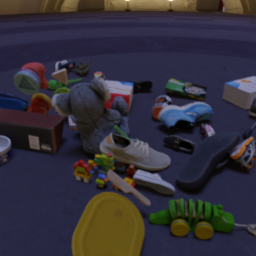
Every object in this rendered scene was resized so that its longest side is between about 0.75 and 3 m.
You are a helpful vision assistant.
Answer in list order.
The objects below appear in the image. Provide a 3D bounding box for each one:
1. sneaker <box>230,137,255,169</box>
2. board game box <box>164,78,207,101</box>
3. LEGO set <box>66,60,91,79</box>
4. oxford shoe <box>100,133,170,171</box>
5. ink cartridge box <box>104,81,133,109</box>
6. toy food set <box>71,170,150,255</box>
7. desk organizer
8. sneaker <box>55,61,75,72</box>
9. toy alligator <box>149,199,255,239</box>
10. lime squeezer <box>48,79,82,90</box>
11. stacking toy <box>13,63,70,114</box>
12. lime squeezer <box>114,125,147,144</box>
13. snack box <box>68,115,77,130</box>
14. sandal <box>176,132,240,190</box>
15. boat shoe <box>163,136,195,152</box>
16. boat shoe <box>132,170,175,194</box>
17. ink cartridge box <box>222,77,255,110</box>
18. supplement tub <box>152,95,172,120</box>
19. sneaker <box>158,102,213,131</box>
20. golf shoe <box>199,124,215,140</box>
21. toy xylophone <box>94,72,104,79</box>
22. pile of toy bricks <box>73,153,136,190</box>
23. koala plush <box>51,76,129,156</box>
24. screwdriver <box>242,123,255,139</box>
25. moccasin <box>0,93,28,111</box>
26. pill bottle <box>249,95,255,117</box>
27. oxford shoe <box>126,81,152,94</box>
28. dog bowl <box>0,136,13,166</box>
[{"bbox_3d":[3.912,0.840,9.279,0.681,0.690,1.764,50,38,13],"label":"sneaker"},{"bbox_3d":[2.932,-1.967,14.190,1.977,0.232,1.036,17,46,12],"label":"board game box"},{"bbox_3d":[-3.084,-3.420,17.119,2.252,0.638,1.462,-27,35,-18],"label":"LEGO set"},{"bbox_3d":[0.311,0.737,8.755,2.381,0.687,0.895,17,29,-16],"label":"oxford shoe"},{"bbox_3d":[-0.591,-1.370,12.806,1.445,0.836,2.487,6,26,4],"label":"ink cartridge box"},{"bbox_3d":[-0.462,2.366,6.375,1.501,0.833,2.551,34,37,-4],"label":"toy food set"},{"bbox_3d":[-3.755,0.064,10.212,2.860,1.026,1.101,8,28,13],"label":"desk organizer"},{"bbox_3d":[-3.871,-3.830,17.491,0.822,0.729,1.944,1,29,11],"label":"sneaker"},{"bbox_3d":[1.927,2.113,6.751,2.819,0.765,0.836,4,29,7],"label":"toy alligator"},{"bbox_3d":[-3.802,-2.370,15.304,2.806,0.529,0.991,-13,1,-20],"label":"lime squeezer"},{"bbox_3d":[-3.294,-1.286,11.078,2.152,2.377,1.004,3,44,14],"label":"stacking toy"},{"bbox_3d":[0.189,0.498,9.474,1.792,0.338,0.633,28,15,-45],"label":"lime squeezer"},{"bbox_3d":[-2.201,-0.554,12.066,0.775,0.262,2.157,-8,30,-12],"label":"snack box"},{"bbox_3d":[2.536,1.021,8.846,2.924,0.626,1.112,-37,23,-30],"label":"sandal"},{"bbox_3d":[1.775,0.554,9.862,1.155,0.422,0.362,15,9,19],"label":"boat shoe"},{"bbox_3d":[0.760,1.492,8.001,1.237,0.455,0.413,18,50,12],"label":"boat shoe"},{"bbox_3d":[6.145,-1.803,13.682,2.624,0.890,1.510,-15,32,-25],"label":"ink cartridge box"},{"bbox_3d":[1.457,-0.864,12.122,0.757,0.757,1.235,7,29,13],"label":"supplement tub"},{"bbox_3d":[2.425,-0.309,11.283,2.432,0.953,1.094,-10,54,-21],"label":"sneaker"},{"bbox_3d":[3.045,0.172,10.583,0.533,0.420,1.157,7,27,3],"label":"golf shoe"},{"bbox_3d":[-1.720,-3.103,16.715,0.632,0.217,0.863,-3,29,-6],"label":"toy xylophone"},{"bbox_3d":[-0.629,1.153,8.316,1.875,0.926,1.040,11,31,19],"label":"pile of toy bricks"},{"bbox_3d":[-1.160,-0.514,9.336,2.165,2.441,2.243,-18,44,7],"label":"koala plush"},{"bbox_3d":[4.893,0.008,11.121,0.256,0.245,1.758,-17,11,42],"label":"screwdriver"},{"bbox_3d":[-5.739,-1.143,12.683,2.340,0.941,0.798,15,15,-5],"label":"moccasin"},{"bbox_3d":[6.098,-0.742,11.734,1.740,0.924,0.924,22,36,34],"label":"pill bottle"},{"bbox_3d":[0.365,-2.149,14.750,1.724,0.626,0.728,-4,12,-10],"label":"oxford shoe"},{"bbox_3d":[-4.593,0.801,9.372,1.315,0.518,1.315,0,29,0],"label":"dog bowl"}]
